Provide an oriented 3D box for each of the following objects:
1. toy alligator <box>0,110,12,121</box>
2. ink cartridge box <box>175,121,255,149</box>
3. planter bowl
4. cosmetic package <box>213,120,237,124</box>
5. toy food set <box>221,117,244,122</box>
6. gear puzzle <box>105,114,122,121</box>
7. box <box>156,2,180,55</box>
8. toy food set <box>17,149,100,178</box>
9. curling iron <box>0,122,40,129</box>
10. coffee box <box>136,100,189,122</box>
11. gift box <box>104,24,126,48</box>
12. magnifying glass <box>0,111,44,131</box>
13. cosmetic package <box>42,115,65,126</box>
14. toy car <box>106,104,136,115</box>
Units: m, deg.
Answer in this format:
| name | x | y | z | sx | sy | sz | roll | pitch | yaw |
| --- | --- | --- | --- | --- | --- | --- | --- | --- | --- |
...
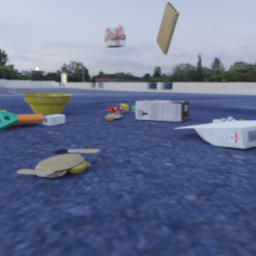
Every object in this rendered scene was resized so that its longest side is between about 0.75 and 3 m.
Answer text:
| name | x | y | z | sx | sy | sz | roll | pitch | yaw |
| --- | --- | --- | --- | --- | --- | --- | --- | --- | --- |
| toy alligator | -6.353 | -0.539 | 13.813 | 1.938 | 0.575 | 0.526 | 6 | 51 | 33 |
| ink cartridge box | 3.302 | 0.189 | 9.336 | 2.289 | 0.708 | 2.823 | -6 | 1 | -33 |
| planter bowl | -4.772 | -1.390 | 16.673 | 2.931 | 1.221 | 2.931 | 1 | 10 | 0 |
| cosmetic package | 4.304 | -0.209 | 12.417 | 0.980 | 0.248 | 0.405 | 0 | 9 | 1 |
| toy food set | 4.338 | -0.209 | 11.804 | 0.913 | 0.436 | 0.411 | 11 | 14 | 37 |
| gear puzzle | -0.792 | -0.500 | 14.587 | 0.789 | 0.200 | 1.524 | 3 | 12 | 8 |
| box | 1.288 | -3.318 | 9.338 | 0.148 | 1.388 | 1.134 | 3 | 39 | -14 |
| toy food set | -1.416 | 0.829 | 5.958 | 1.100 | 0.320 | 1.594 | -2 | 11 | 35 |
| curling iron | -4.597 | -0.118 | 11.743 | 1.796 | 0.230 | 0.445 | -1 | -28 | -28 |
| coffee box | 1.773 | -0.895 | 14.407 | 2.452 | 0.977 | 1.402 | 4 | 10 | 24 |
| gift box | -0.725 | -4.706 | 14.425 | 1.013 | 1.098 | 1.025 | -11 | 11 | -19 |
| magnifying glass | -4.838 | -0.363 | 11.441 | 2.898 | 0.325 | 1.154 | -3 | 50 | -47 |
| cosmetic package | -3.429 | -0.373 | 12.947 | 0.515 | 0.406 | 0.957 | 4 | 9 | 31 |
| toy car | 0.107 | -1.097 | 17.128 | 2.321 | 0.550 | 2.467 | 3 | 10 | 18 |
